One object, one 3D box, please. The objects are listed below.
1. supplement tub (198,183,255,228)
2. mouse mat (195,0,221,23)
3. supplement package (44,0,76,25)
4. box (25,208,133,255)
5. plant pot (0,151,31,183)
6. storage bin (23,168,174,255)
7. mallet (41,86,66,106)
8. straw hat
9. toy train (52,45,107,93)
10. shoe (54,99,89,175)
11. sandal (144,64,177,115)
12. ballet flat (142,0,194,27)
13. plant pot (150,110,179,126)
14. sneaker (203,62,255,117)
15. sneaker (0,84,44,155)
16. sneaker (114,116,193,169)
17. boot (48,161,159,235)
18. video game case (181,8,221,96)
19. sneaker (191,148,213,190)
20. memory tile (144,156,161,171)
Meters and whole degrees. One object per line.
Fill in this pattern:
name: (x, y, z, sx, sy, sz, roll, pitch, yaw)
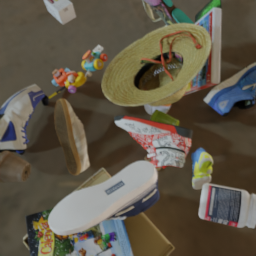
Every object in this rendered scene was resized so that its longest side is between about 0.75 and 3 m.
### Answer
supplement tub: (2.385, 1.872, 6.737, 1.257, 0.882, 0.882, 8, 63, 18)
mouse mat: (2.392, -3.477, 8.464, 0.040, 1.051, 0.846, 24, 54, -24)
supplement package: (-1.873, -3.282, 7.617, 0.465, 0.448, 0.818, -38, 64, -15)
box: (-0.837, 3.013, 5.727, 2.031, 0.560, 2.973, -15, 63, -8)
plant pot: (-2.897, 1.047, 7.118, 0.702, 0.810, 0.810, 12, 64, 8)
storage bin: (-0.687, 2.824, 6.826, 2.567, 1.212, 2.585, -39, 70, -17)
mallet: (-2.447, -1.112, 9.406, 0.222, 0.356, 1.081, 41, 55, 17)
straw hat: (0.778, -1.107, 6.357, 2.580, 1.092, 2.580, -17, 46, 18)
toy train: (-1.659, -1.957, 8.926, 2.063, 0.574, 1.550, -37, 43, 8)
shoe: (-1.581, 0.232, 7.963, 0.580, 0.760, 2.173, -17, 98, -42)
sandal: (1.159, -1.428, 8.711, 0.872, 2.276, 0.652, 22, 27, 19)
ballet flat: (1.270, -3.775, 9.376, 2.705, 0.962, 0.935, 47, 45, -8)
plant pot: (1.099, -0.084, 8.428, 0.753, 0.782, 0.782, 17, 64, 22)
sneaker: (3.730, -1.205, 9.077, 2.606, 1.023, 1.162, -33, 80, -12)
sneaker: (-3.316, -0.007, 8.291, 1.443, 1.009, 2.499, 49, 65, -11)
sneaker: (0.550, 0.411, 7.735, 2.260, 0.755, 1.212, 12, 89, 16)
boot: (-0.352, 1.596, 5.570, 2.259, 1.020, 0.822, -25, 42, -11)
video game case: (1.884, -1.980, 8.110, 0.231, 2.645, 1.891, 3, 88, -12)
sneaker: (1.975, 1.080, 7.656, 0.491, 1.298, 0.682, -1, 40, -9)
memory tile: (0.943, 0.873, 8.442, 0.785, 0.066, 0.601, -40, 70, -18)
